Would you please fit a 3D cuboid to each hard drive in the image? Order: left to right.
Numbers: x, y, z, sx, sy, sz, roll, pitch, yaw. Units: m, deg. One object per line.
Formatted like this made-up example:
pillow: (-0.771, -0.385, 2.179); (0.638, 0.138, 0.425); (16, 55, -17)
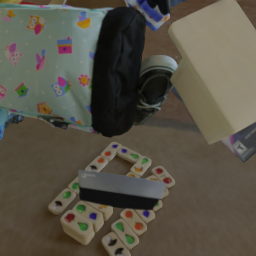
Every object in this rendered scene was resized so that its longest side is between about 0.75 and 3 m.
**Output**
hard drive: (-0.145, 1.055, 4.591); (1.372, 0.925, 0.290); (9, 58, -3)

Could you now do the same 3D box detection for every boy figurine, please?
boy figurine: (1.157, -2.354, 4.304); (1.787, 0.576, 1.111); (-30, 49, -8)

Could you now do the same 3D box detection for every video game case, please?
video game case: (2.051, -0.666, 5.425); (2.272, 1.623, 0.216); (44, 11, -4)

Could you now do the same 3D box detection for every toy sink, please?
toy sink: (1.282, -0.748, 3.949); (1.049, 0.902, 1.609); (-28, 81, -11)

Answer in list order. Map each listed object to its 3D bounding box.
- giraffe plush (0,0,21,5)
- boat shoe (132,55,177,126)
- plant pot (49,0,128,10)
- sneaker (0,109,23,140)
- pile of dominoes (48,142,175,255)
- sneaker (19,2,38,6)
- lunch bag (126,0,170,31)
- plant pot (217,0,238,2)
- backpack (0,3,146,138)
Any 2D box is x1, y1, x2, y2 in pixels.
giraffe plush: (-3.416, -2.197, 6.356); (2.457, 2.848, 2.309); (41, 85, 4)
boat shoe: (0.419, -0.558, 5.110); (0.707, 1.962, 0.696); (9, 70, -5)
plant pot: (-1.063, -2.122, 6.182); (1.358, 2.024, 2.024); (18, 42, 39)
sneaker: (-2.552, -0.277, 5.969); (0.635, 0.554, 1.413); (24, 38, -25)
pile of dominoes: (-0.278, 1.388, 6.380); (2.123, 0.434, 2.724); (23, 46, 24)
sneaker: (-3.400, -2.752, 7.734); (2.369, 1.368, 0.928); (-39, 88, -13)
lunch bag: (0.235, -4.064, 8.462); (2.444, 0.923, 1.958); (10, 48, -57)
plant pot: (3.072, -4.078, 7.946); (1.101, 1.101, 1.175); (-30, 8, -30)
backpack: (-1.102, -0.976, 4.225); (2.487, 2.075, 1.574); (10, 4, 12)
